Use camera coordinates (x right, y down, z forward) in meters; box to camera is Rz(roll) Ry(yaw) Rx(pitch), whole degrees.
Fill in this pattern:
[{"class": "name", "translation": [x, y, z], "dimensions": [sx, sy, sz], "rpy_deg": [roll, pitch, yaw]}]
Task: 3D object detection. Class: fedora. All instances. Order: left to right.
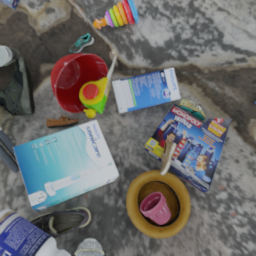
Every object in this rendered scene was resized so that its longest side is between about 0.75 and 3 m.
[{"class": "fedora", "translation": [0.998, 2.597, 9.734], "dimensions": [2.309, 0.942, 2.309], "rpy_deg": [1, 82, -6]}]

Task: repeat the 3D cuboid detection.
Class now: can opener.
[{"class": "can opener", "translation": [-4.654, 0.403, 9.946], "dimensions": [0.726, 0.910, 2.723], "rpy_deg": [-40, 96, -21]}]

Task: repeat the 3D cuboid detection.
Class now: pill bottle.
[{"class": "pill bottle", "translation": [-3.104, 3.704, 8.468], "dimensions": [2.491, 1.442, 1.442], "rpy_deg": [29, 77, 7]}]

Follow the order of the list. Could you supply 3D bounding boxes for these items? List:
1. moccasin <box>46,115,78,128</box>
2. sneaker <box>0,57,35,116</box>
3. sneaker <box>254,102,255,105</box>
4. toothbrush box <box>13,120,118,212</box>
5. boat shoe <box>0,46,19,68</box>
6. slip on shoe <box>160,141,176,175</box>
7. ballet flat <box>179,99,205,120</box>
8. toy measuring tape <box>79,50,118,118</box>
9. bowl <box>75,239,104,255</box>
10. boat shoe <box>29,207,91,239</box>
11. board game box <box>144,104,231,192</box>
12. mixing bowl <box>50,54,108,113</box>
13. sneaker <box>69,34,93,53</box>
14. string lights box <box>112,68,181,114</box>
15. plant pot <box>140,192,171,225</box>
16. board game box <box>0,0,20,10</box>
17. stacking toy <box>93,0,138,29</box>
[{"class": "moccasin", "translation": [-2.534, -0.270, 10.795], "dimensions": [1.246, 0.456, 0.481], "rpy_deg": [-5, 83, 9]}, {"class": "sneaker", "translation": [-4.448, -1.593, 10.850], "dimensions": [1.380, 0.921, 2.408], "rpy_deg": [-7, 79, -5]}, {"class": "sneaker", "translation": [5.272, -1.188, 11.100], "dimensions": [0.820, 0.303, 0.337], "rpy_deg": [-33, 77, -17]}, {"class": "toothbrush box", "translation": [-2.099, 1.283, 9.686], "dimensions": [2.938, 1.253, 2.151], "rpy_deg": [-21, 76, -16]}, {"class": "boat shoe", "translation": [-5.555, -2.614, 11.167], "dimensions": [2.606, 0.830, 0.921], "rpy_deg": [-8, 103, 19]}, {"class": "slip on shoe", "translation": [1.271, 1.005, 9.517], "dimensions": [0.368, 0.461, 1.214], "rpy_deg": [25, 71, -4]}, {"class": "ballet flat", "translation": [2.511, -0.727, 10.695], "dimensions": [1.274, 0.450, 0.450], "rpy_deg": [26, 75, -21]}, {"class": "toy measuring tape", "translation": [-1.197, -1.730, 10.717], "dimensions": [1.063, 1.063, 2.890], "rpy_deg": [13, 74, 3]}, {"class": "bowl", "translation": [-1.294, 4.035, 9.462], "dimensions": [0.971, 0.971, 0.455], "rpy_deg": [-1, 51, 0]}, {"class": "boat shoe", "translation": [-2.566, 3.321, 9.591], "dimensions": [2.544, 0.824, 0.915], "rpy_deg": [-14, 73, -5]}, {"class": "board game box", "translation": [2.428, 0.466, 10.363], "dimensions": [2.705, 0.834, 2.703], "rpy_deg": [35, 77, 9]}, {"class": "mixing bowl", "translation": [-2.016, -1.822, 10.505], "dimensions": [1.245, 2.299, 2.299], "rpy_deg": [33, 76, 36]}, {"class": "sneaker", "translation": [-1.972, -3.550, 11.614], "dimensions": [1.120, 0.511, 0.435], "rpy_deg": [-37, 78, -9]}, {"class": "string lights box", "translation": [0.680, -1.416, 10.783], "dimensions": [2.394, 0.706, 1.230], "rpy_deg": [-13, 92, -4]}, {"class": "plant pot", "translation": [0.962, 2.705, 9.239], "dimensions": [0.881, 0.881, 0.789], "rpy_deg": [-40, 107, -10]}, {"class": "board game box", "translation": [-5.365, -5.973, 12.329], "dimensions": [1.256, 0.388, 1.257], "rpy_deg": [18, 76, 4]}, {"class": "stacking toy", "translation": [-0.569, -4.631, 11.759], "dimensions": [1.924, 1.056, 1.116], "rpy_deg": [-21, 99, 8]}]
